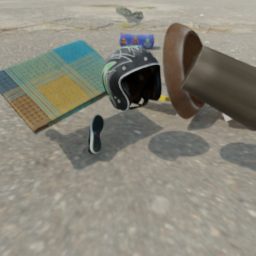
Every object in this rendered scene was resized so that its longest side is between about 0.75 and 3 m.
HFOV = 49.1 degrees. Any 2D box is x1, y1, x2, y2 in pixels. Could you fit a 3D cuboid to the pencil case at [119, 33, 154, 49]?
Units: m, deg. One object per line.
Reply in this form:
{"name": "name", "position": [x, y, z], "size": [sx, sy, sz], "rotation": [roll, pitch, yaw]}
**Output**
{"name": "pencil case", "position": [0.511, -5.039, 16.183], "size": [2.064, 0.806, 0.897], "rotation": [7, 20, 13]}

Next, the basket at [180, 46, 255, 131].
{"name": "basket", "position": [2.081, -0.856, 5.768], "size": [1.753, 1.192, 1.580], "rotation": [27, 5, 1]}

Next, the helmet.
{"name": "helmet", "position": [0.064, -1.170, 6.384], "size": [1.424, 1.358, 1.424], "rotation": [-7, 22, 3]}

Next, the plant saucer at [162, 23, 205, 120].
{"name": "plant saucer", "position": [1.889, -1.739, 8.538], "size": [0.507, 2.945, 2.945], "rotation": [-3, 25, 34]}

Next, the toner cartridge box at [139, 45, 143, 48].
{"name": "toner cartridge box", "position": [0.369, -1.961, 8.777], "size": [0.570, 1.199, 0.259], "rotation": [1, 42, 37]}

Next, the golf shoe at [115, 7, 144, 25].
{"name": "golf shoe", "position": [0.012, -3.889, 9.834], "size": [1.035, 0.503, 0.405], "rotation": [9, 59, -17]}

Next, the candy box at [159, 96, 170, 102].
{"name": "candy box", "position": [0.787, -1.064, 9.400], "size": [1.267, 0.167, 0.648], "rotation": [15, 11, 28]}

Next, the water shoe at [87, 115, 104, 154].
{"name": "water shoe", "position": [-0.886, 0.161, 7.157], "size": [0.369, 1.031, 0.407], "rotation": [17, -23, -31]}

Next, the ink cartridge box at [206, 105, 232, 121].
{"name": "ink cartridge box", "position": [3.573, -0.770, 8.493], "size": [2.012, 0.683, 1.158], "rotation": [-22, -3, 41]}

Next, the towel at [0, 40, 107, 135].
{"name": "towel", "position": [-1.684, -1.191, 7.076], "size": [2.817, 0.306, 2.066], "rotation": [-34, 68, -30]}
